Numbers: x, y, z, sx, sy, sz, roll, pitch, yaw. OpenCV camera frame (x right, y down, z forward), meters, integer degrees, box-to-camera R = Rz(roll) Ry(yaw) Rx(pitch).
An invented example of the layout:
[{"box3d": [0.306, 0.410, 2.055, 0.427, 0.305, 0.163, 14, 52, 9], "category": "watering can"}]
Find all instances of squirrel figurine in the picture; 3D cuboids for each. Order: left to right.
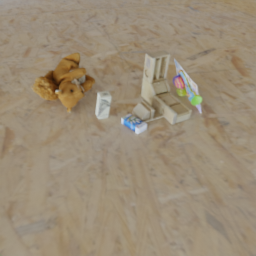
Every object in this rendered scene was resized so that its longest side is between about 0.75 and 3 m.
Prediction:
[{"box3d": [-2.947, -1.822, 12.819, 2.637, 1.866, 2.461, -11, 48, 8], "category": "squirrel figurine"}]

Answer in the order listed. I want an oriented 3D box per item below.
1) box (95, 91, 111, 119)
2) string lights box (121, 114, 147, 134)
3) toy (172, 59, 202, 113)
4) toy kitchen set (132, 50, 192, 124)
[{"box3d": [-1.046, -0.944, 11.721, 0.495, 1.205, 0.412, -11, 49, -21], "category": "box"}, {"box3d": [0.237, -0.172, 11.522, 0.511, 0.293, 0.994, -30, 48, -34], "category": "string lights box"}, {"box3d": [2.517, -1.891, 12.873, 0.637, 1.554, 2.699, -23, 39, -1], "category": "toy"}, {"box3d": [1.242, -1.588, 11.684, 1.985, 2.195, 2.433, -18, 45, -25], "category": "toy kitchen set"}]
